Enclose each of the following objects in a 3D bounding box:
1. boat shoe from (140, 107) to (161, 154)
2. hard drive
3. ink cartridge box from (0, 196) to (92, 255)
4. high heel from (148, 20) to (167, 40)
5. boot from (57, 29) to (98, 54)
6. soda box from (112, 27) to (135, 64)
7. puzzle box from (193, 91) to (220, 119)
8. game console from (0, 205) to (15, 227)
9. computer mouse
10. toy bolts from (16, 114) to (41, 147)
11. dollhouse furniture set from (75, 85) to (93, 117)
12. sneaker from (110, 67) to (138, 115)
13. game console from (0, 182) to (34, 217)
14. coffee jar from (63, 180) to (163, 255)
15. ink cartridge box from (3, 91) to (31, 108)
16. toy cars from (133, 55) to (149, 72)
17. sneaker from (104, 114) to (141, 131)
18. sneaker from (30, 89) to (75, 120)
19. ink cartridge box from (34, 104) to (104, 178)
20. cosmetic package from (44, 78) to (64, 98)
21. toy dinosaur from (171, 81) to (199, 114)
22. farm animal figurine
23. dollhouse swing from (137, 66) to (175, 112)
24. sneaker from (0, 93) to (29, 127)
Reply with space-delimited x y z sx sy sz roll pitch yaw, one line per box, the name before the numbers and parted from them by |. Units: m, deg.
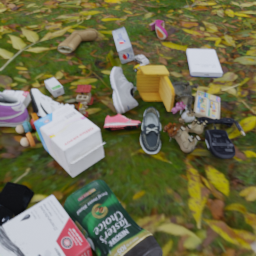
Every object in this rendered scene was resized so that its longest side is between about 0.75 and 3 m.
boat shoe | 0.836 0.047 10.516 0.786 0.627 2.080 0 44 -4
hard drive | 3.861 -3.357 14.384 1.503 0.289 2.278 2 43 2
ink cartridge box | -2.463 3.219 6.823 2.612 1.094 1.885 -30 51 -28
high heel | 2.110 -5.951 16.820 1.080 0.758 2.251 -22 34 -8
boot | -2.786 -4.835 15.739 1.748 0.660 1.996 1 41 20
soda box | -0.263 -4.456 15.073 0.757 0.814 2.386 -19 44 5
puzzle box | 3.298 -0.893 11.683 1.049 0.201 1.577 19 45 1
game console | -3.866 2.849 7.588 0.925 0.189 1.568 21 63 18
computer mouse | 3.556 0.429 10.278 1.625 0.533 2.314 0 38 -7
toy bolts | -3.692 0.013 10.315 0.849 1.169 1.224 -22 32 -20
dollhouse furniture set | -1.895 -1.031 11.597 0.605 0.801 1.488 3 49 5
sneaker | -0.150 -1.656 12.070 1.037 0.945 2.530 -13 55 4
game console | -4.327 2.223 8.467 2.598 0.313 1.533 11 44 9
coffee jar | -0.435 2.710 7.310 1.428 1.168 2.737 -29 51 -27
ink cartridge box | -4.854 -1.175 11.949 1.097 0.465 0.799 6 44 4
toy cars | 0.676 -3.288 14.229 0.822 0.406 1.833 -1 43 -1
sneaker | -0.214 -0.252 10.717 1.447 0.533 0.628 -2 70 4
sneaker | -2.946 -0.743 11.235 1.450 0.951 2.519 -20 56 -25
ink cartridge box | -1.886 0.468 9.451 1.398 1.362 2.174 -33 50 -27
cosmetic package | -3.349 -1.834 12.694 0.509 0.401 0.946 -30 51 -23
toy dinosaur | 2.185 -1.640 12.075 1.240 0.934 2.426 -11 47 -36
farm animal figurine | 2.053 0.036 10.462 1.464 0.911 1.812 32 46 5
dollhouse swing | 1.086 -1.494 11.530 1.440 1.585 1.393 0 54 1
sneaker | -5.298 -0.733 10.643 2.690 1.534 0.975 -7 57 -5
